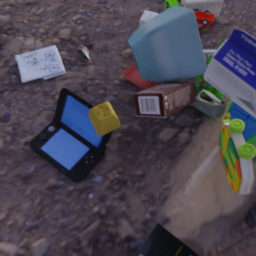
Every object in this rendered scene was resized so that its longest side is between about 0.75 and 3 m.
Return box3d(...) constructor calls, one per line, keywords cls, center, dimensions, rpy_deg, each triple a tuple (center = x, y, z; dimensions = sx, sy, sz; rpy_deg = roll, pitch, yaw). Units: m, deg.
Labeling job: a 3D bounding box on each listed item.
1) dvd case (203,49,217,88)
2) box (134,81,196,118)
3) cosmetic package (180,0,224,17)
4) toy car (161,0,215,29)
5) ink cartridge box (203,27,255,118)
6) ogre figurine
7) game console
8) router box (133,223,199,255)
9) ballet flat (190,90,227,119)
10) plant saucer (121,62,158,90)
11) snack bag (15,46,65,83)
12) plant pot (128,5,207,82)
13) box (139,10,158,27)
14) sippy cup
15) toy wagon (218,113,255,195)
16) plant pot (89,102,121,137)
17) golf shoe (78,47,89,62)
box3d(cls="dvd case", center=(4.042, -2.446, 11.857), dimensions=(1.827, 0.196, 2.457), rpy_deg=(0, 58, 0))
box3d(cls="box", center=(1.297, -1.005, 9.446), dimensions=(1.123, 0.840, 2.242), rpy_deg=(5, 22, 38))
box3d(cls="cosmetic package", center=(3.528, -5.910, 13.568), dimensions=(1.862, 0.964, 0.680), rpy_deg=(-7, 58, -6))
box3d(cls="toy car", center=(2.344, -5.557, 13.540), dimensions=(2.909, 0.649, 2.737), rpy_deg=(-15, 59, -10))
box3d(cls="ink cartridge box", center=(2.887, -0.760, 6.006), dimensions=(2.603, 2.608, 0.529), rpy_deg=(40, 93, 10))
box3d(cls="ogre figurine", center=(3.377, -1.952, 10.470), dimensions=(1.336, 1.094, 2.229), rpy_deg=(45, 109, 19))
box3d(cls="game console", center=(-1.973, 0.223, 9.490), dimensions=(2.440, 1.420, 2.146), rpy_deg=(33, 64, 19))
box3d(cls="router box", center=(0.764, 4.378, 7.293), dimensions=(2.199, 0.753, 2.948), rpy_deg=(35, 64, 20))
box3d(cls="ballet flat", center=(2.509, -1.195, 10.677), dimensions=(2.544, 0.810, 0.857), rpy_deg=(25, 37, 14))
box3d(cls="plant saucer", center=(0.707, -2.220, 11.688), dimensions=(1.447, 0.266, 1.444), rpy_deg=(36, 65, 19))
box3d(cls="snack bag", center=(-3.798, -2.712, 12.032), dimensions=(1.878, 0.201, 1.771), rpy_deg=(-19, 59, -12))
box3d(cls="plant pot", center=(1.278, -2.944, 10.423), dimensions=(2.288, 2.240, 2.246), rpy_deg=(-20, 28, 3))
box3d(cls="box", center=(0.938, -4.837, 12.997), dimensions=(0.679, 0.793, 0.789), rpy_deg=(19, 60, 8))
box3d(cls="sippy cup", center=(4.464, -0.172, 9.154), dimensions=(1.757, 1.883, 2.398), rpy_deg=(14, 57, -21))
box3d(cls="toy wagon", center=(3.058, 0.637, 8.197), dimensions=(0.499, 1.958, 2.524), rpy_deg=(-8, 48, 5))
box3d(cls="plant pot", center=(-0.719, -0.328, 8.272), dimensions=(0.765, 0.787, 0.770), rpy_deg=(-25, 72, -10))
box3d(cls="golf shoe", center=(-1.871, -3.274, 12.310), dimensions=(0.387, 0.339, 0.879), rpy_deg=(-24, 61, -22))
